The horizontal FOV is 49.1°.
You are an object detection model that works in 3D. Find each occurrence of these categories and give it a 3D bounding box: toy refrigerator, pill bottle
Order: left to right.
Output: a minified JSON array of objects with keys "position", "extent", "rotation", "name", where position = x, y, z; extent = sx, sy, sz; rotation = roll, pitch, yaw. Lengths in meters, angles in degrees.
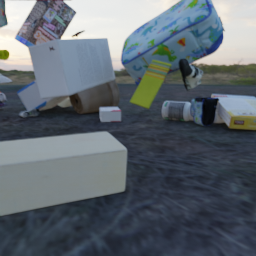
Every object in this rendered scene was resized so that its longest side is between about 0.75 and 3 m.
[{"position":[-1.313,0.691,4.342],"extent":[2.430,0.850,0.923],"rotation":[-6,20,-25],"name":"toy refrigerator"},{"position":[2.106,-0.669,11.282],"extent":[1.343,0.759,0.759],"rotation":[7,13,30],"name":"pill bottle"}]

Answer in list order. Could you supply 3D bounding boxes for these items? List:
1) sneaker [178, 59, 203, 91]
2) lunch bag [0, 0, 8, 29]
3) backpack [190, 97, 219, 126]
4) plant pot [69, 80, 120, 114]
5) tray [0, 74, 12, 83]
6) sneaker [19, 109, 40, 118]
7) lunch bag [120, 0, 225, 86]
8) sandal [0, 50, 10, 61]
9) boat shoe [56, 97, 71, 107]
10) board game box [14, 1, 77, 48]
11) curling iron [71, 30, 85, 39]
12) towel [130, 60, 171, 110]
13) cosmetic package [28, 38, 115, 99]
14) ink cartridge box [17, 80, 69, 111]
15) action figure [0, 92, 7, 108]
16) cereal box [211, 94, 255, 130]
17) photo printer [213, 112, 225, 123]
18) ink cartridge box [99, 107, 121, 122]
[{"position":[1.599,-1.417,7.053],"extent":[0.519,0.435,1.173],"rotation":[-23,-27,9],"name":"sneaker"},{"position":[-4.092,-2.953,7.115],"extent":[1.274,0.912,1.496],"rotation":[28,45,13],"name":"lunch bag"},{"position":[2.786,-0.615,10.362],"extent":[0.938,1.025,0.753],"rotation":[-6,12,-35],"name":"backpack"},{"position":[-1.752,-1.565,13.416],"extent":[1.825,2.104,2.104],"rotation":[-27,25,-31],"name":"plant pot"},{"position":[-5.575,-1.678,9.581],"extent":[1.448,0.299,2.696],"rotation":[12,18,31],"name":"tray"},{"position":[-4.434,-0.675,12.432],"extent":[0.534,0.347,0.925],"rotation":[5,13,32],"name":"sneaker"},{"position":[1.171,-2.498,7.763],"extent":[2.734,1.127,2.198],"rotation":[-25,37,25],"name":"lunch bag"},{"position":[-4.275,-2.297,8.669],"extent":[0.482,0.440,1.108],"rotation":[21,16,27],"name":"sandal"},{"position":[-3.858,-1.616,15.973],"extent":[2.236,0.814,0.691],"rotation":[0,14,28],"name":"boat shoe"},{"position":[-3.043,-3.705,10.177],"extent":[0.972,2.007,1.600],"rotation":[30,3,-41],"name":"board game box"},{"position":[-1.903,-3.624,10.832],"extent":[0.251,0.129,1.012],"rotation":[19,34,6],"name":"curling iron"},{"position":[0.531,-1.028,6.521],"extent":[0.527,1.224,0.110],"rotation":[21,-14,27],"name":"towel"},{"position":[-1.430,-1.765,7.925],"extent":[0.950,1.352,2.666],"rotation":[-4,15,24],"name":"cosmetic package"},{"position":[-3.787,-1.793,13.747],"extent":[1.973,1.139,2.702],"rotation":[-30,5,9],"name":"ink cartridge box"},{"position":[-7.178,-1.345,13.882],"extent":[2.172,1.174,2.245],"rotation":[-8,12,2],"name":"action figure"},{"position":[4.169,-0.611,10.173],"extent":[1.762,0.484,2.449],"rotation":[4,24,0],"name":"cereal box"},{"position":[3.531,-0.517,11.240],"extent":[1.118,0.467,1.344],"rotation":[-8,14,-26],"name":"photo printer"},{"position":[-0.752,-0.554,11.472],"extent":[0.799,0.459,1.100],"rotation":[-2,11,-9],"name":"ink cartridge box"}]
